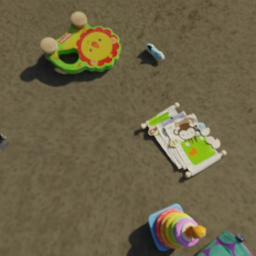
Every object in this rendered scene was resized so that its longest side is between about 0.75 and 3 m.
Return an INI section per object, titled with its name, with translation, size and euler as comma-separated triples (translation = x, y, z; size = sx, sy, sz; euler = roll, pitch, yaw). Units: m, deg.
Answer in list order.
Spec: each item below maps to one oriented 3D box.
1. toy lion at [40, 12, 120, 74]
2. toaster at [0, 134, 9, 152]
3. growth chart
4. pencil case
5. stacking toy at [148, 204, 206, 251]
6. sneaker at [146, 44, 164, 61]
[toy lion]
translation = -1.807, -3.297, 11.757
size = 2.632, 0.943, 2.746
euler = 43, 77, 5
[toaster]
translation = -5.197, 0.548, 10.541
size = 0.956, 0.628, 1.058
euler = 38, 76, 11
[growth chart]
translation = 2.160, 0.409, 10.797
size = 2.113, 0.259, 2.920
euler = -37, 76, -12
[pencil case]
translation = 2.674, 4.569, 8.905
size = 2.766, 1.177, 1.278
euler = -39, 36, -10
[stacking toy]
translation = 1.713, 3.178, 8.684
size = 1.372, 2.364, 1.297
euler = -18, 81, -21
[sneaker]
translation = 1.092, -3.185, 11.832
size = 0.949, 0.389, 0.351
euler = 45, 115, 16
